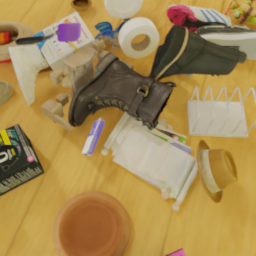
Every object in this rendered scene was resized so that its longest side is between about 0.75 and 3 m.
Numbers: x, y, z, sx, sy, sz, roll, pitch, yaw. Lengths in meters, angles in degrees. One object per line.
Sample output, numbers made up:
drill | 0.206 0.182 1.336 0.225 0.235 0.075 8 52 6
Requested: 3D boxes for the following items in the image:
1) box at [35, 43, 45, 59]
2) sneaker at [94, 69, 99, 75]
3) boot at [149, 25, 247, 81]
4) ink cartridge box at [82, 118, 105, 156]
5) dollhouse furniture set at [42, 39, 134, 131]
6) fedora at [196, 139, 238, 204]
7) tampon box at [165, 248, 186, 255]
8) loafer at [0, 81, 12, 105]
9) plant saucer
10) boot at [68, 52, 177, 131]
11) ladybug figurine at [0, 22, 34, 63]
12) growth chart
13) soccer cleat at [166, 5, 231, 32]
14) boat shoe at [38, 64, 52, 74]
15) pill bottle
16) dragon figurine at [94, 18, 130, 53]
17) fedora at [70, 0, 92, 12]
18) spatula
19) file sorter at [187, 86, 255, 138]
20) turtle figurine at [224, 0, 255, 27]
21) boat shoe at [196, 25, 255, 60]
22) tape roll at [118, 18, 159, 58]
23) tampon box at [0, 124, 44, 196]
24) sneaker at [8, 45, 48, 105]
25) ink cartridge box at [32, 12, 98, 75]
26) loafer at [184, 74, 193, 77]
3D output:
box | -2.446 -2.698 9.699 1.527 0.265 0.840 14 63 8
sneaker | -0.605 -1.434 8.856 0.463 0.477 1.307 -20 76 -45
boot | 1.741 -1.720 7.997 1.959 2.832 1.097 15 86 -7
ink cartridge box | -0.929 0.261 7.609 0.218 1.003 0.993 24 77 -13
dollhouse furniture set | -1.106 -1.283 8.084 1.211 1.418 2.736 32 58 18
fedora | 2.252 1.015 6.904 0.688 1.686 1.686 -17 57 30
tampon box | 0.238 3.848 5.442 2.564 1.619 1.922 -20 64 -10
loafer | -4.386 -0.907 8.553 1.756 0.599 0.664 -37 68 -18
plant saucer | -0.903 2.493 6.879 1.968 0.368 1.968 0 62 -1
boot | -0.200 -0.645 7.912 2.328 0.926 2.674 35 95 10
ladybug figurine | -4.280 -2.794 9.419 2.334 0.840 1.584 -5 62 -3
growth chart | 0.724 0.657 7.920 2.879 0.255 2.083 33 66 17
soccer cleat | 2.569 -3.941 10.138 2.356 0.823 1.017 23 55 7
boat shoe | -2.869 -2.006 9.319 0.806 0.284 0.283 -16 65 -9
pill bottle | -0.327 -4.842 9.406 1.239 1.239 2.171 -10 60 -5
dragon figurine | -0.815 -3.211 9.708 2.188 0.644 1.088 -8 57 8
fedora | -1.792 -4.678 10.720 0.816 0.333 0.816 2 60 -3
spatula | -2.294 -2.554 7.872 2.061 0.212 0.582 -5 78 18
file sorter | 2.682 -0.504 8.089 1.698 1.058 1.179 2 62 2
turtle figurine | 4.348 -4.032 10.061 2.030 0.811 2.517 34 48 7
boat shoe | 3.772 -3.012 9.432 2.926 1.035 0.932 6 62 6
tape roll | 0.351 -2.891 9.099 1.287 1.287 0.450 -14 55 -7
tampon box | -3.297 0.925 7.324 1.664 1.050 1.247 -27 65 -14
sneaker | -2.876 -1.653 8.532 1.011 0.644 1.749 -17 102 -22
ink cartridge box | -1.887 -2.557 8.747 1.542 1.116 1.135 -31 80 -5
loafer | 1.763 -1.960 9.141 0.922 0.315 0.349 33 30 26
